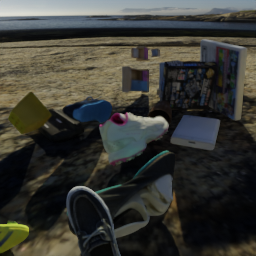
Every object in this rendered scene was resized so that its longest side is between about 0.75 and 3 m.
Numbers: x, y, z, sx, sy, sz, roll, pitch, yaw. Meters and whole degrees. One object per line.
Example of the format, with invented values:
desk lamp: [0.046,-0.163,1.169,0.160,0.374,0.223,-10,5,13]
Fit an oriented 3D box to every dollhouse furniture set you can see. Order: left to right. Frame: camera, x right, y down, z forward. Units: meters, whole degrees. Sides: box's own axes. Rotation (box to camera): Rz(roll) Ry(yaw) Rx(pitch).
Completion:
dollhouse furniture set: [1.098,-2.268,11.073,2.243,2.117,1.463,5,8,36]

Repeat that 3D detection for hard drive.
hard drive: [2.078,0.087,8.469,1.183,0.239,1.794,9,25,20]

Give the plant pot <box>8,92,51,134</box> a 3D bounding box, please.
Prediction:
plant pot: [-2.878,-0.345,8.006,0.776,0.880,0.879,-43,5,-38]

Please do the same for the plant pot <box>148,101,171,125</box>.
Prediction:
plant pot: [1.084,-0.524,8.986,0.728,0.728,0.778,8,41,16]

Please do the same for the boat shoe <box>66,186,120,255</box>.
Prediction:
boat shoe: [-0.387,1.470,3.705,0.536,1.486,0.527,-26,-5,-8]

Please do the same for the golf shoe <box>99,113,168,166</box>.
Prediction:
golf shoe: [0.224,-0.005,7.224,0.949,1.153,2.520,-29,1,36]

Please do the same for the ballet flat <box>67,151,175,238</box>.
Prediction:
ballet flat: [0.173,1.282,5.017,2.626,0.893,0.898,-25,57,-37]

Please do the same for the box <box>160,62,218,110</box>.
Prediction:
box: [2.101,-1.467,9.967,1.785,1.798,0.447,-2,40,-4]

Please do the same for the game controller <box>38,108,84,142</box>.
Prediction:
game controller: [-2.254,-0.101,8.829,1.062,0.429,2.036,-31,36,-26]

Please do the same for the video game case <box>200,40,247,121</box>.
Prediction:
video game case: [3.240,-1.747,9.856,0.277,2.410,2.196,-13,27,-15]

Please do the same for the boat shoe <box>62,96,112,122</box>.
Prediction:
boat shoe: [-1.201,-0.624,8.666,0.720,0.883,2.099,15,4,22]

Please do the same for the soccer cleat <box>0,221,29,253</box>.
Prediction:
soccer cleat: [-2.438,1.940,4.155,1.889,0.611,0.790,-8,55,-27]
